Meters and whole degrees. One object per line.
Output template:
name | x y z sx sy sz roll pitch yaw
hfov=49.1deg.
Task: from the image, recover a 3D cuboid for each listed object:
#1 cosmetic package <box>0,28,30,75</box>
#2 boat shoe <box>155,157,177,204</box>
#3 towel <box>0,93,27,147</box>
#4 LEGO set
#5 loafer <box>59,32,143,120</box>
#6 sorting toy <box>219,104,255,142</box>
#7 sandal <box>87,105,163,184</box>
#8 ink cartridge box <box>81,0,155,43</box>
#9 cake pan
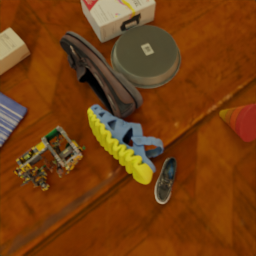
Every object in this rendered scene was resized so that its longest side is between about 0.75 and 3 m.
cosmetic package | -3.580 -2.006 7.773 1.461 0.519 0.768 -39 75 -13
boat shoe | 0.931 1.230 6.688 0.401 0.380 1.147 20 72 7
towel | -3.756 -0.016 7.257 1.470 0.242 2.030 29 74 8
LEGO set | -1.633 0.857 6.360 1.663 1.279 0.964 -34 57 -19
loafer | -0.902 -1.369 7.302 2.878 1.034 0.906 44 76 11
sorting toy | 3.426 -0.889 7.298 2.936 1.018 1.011 -43 36 -16
sandal | -0.059 0.237 6.741 1.024 0.934 2.351 -39 71 -19
ink cartridge box | -0.295 -3.523 8.197 1.799 0.745 1.311 -27 73 -9
cake pan | 0.506 -2.081 7.887 2.003 0.367 2.003 0 70 0
